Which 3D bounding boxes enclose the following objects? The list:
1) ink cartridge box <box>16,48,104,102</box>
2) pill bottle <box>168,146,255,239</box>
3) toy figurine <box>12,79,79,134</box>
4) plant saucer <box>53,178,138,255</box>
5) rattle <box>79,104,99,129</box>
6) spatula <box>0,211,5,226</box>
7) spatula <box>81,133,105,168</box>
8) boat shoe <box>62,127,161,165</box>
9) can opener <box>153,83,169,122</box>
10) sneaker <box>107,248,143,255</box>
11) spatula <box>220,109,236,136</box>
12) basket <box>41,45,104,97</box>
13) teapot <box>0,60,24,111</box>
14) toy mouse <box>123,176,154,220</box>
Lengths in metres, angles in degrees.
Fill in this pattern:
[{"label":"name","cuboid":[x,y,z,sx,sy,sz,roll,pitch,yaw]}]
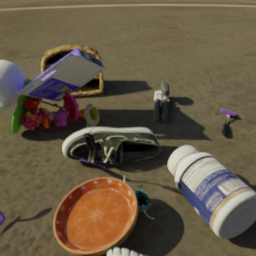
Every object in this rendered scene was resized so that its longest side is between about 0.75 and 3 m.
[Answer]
[{"label":"ink cartridge box","cuboid":[-2.346,-1.828,9.878,2.416,0.529,2.439,-30,-10,17]},{"label":"pill bottle","cuboid":[1.981,1.432,6.956,1.287,1.287,2.317,-13,34,-20]},{"label":"toy figurine","cuboid":[-2.882,-0.630,10.327,2.080,1.697,2.260,8,49,-4]},{"label":"plant saucer","cuboid":[-0.739,2.028,6.537,2.007,0.324,2.007,-10,38,8]},{"label":"rattle","cuboid":[-1.607,-0.239,10.439,0.903,0.823,1.265,-4,57,14]},{"label":"spatula","cuboid":[-3.536,1.609,6.567,0.180,1.752,0.495,-29,4,45]},{"label":"spatula","cuboid":[-0.971,0.662,7.379,0.704,2.490,0.256,17,63,5]},{"label":"boat shoe","cuboid":[-0.470,0.587,8.522,2.974,1.052,0.947,-7,31,-14]},{"label":"can opener","cuboid":[1.375,-1.154,11.531,0.628,0.787,2.355,4,32,6]},{"label":"sneaker","cuboid":[0.392,2.914,5.357,1.786,0.693,0.815,4,48,13]},{"label":"spatula","cuboid":[3.724,-0.244,10.617,0.611,0.222,2.162,18,36,15]},{"label":"basket","cuboid":[-2.544,-2.661,12.844,2.727,1.946,2.031,-5,31,-7]},{"label":"teapot","cuboid":[-4.557,-1.516,9.470,1.909,1.884,1.394,11,-10,42]},{"label":"toy mouse","cuboid":[0.039,2.009,6.901,1.454,0.317,1.636,17,38,31]}]
